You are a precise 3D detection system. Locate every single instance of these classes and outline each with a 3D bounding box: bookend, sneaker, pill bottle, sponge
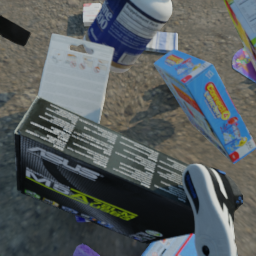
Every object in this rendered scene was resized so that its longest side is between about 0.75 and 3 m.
[{"bbox_3d":[-3.488,-2.832,8.100,0.981,0.975,0.452,29,94,50],"label":"bookend"},{"bbox_3d":[1.121,1.056,3.230,0.734,0.480,1.313,10,60,-35],"label":"sneaker"},{"bbox_3d":[0.130,-2.981,7.367,1.588,2.861,1.588,25,40,-23],"label":"pill bottle"},{"bbox_3d":[-0.392,3.726,5.911,2.398,0.358,1.338,27,92,21],"label":"sponge"}]

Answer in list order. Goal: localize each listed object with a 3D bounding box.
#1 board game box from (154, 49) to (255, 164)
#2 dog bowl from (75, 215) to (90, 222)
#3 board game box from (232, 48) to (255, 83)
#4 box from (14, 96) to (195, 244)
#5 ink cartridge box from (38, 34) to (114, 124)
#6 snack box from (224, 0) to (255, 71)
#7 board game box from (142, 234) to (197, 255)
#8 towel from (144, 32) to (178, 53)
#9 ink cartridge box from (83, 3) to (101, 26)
[{"bbox_3d":[1.269,-0.455,4.881,0.472,1.653,1.688,-35,25,5],"label":"board game box"},{"bbox_3d":[-1.145,2.013,7.200,0.307,0.779,0.779,-4,57,1],"label":"dog bowl"},{"bbox_3d":[5.100,-2.385,10.237,1.865,0.460,2.361,-38,65,-21],"label":"board game box"},{"bbox_3d":[-0.369,1.027,4.716,2.968,2.867,0.705,25,60,-8],"label":"box"},{"bbox_3d":[-1.247,-1.106,6.648,1.497,0.442,1.870,13,92,-3],"label":"ink cartridge box"},{"bbox_3d":[3.031,-1.436,5.808,0.793,2.993,2.128,-27,48,25],"label":"snack box"},{"bbox_3d":[1.463,3.748,6.229,2.822,0.516,2.135,37,64,21],"label":"board game box"},{"bbox_3d":[1.187,-3.429,11.075,1.578,0.188,1.159,7,57,4],"label":"towel"},{"bbox_3d":[-1.496,-4.667,11.730,0.733,0.425,1.259,-2,56,-2],"label":"ink cartridge box"}]
